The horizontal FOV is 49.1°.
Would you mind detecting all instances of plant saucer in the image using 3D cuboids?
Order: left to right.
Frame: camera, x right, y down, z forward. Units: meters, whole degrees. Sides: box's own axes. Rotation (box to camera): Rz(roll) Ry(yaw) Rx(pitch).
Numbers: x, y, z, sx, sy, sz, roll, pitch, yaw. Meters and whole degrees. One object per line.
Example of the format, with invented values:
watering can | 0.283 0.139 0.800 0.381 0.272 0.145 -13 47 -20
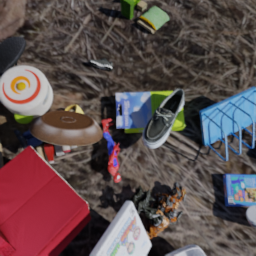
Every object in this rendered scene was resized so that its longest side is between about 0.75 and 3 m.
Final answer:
plant saucer | -1.732 -0.085 8.005 2.062 2.062 0.377 11 110 4

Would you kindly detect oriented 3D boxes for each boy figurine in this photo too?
boy figurine | -2.420 0.003 9.061 2.247 0.724 1.397 -28 41 -17

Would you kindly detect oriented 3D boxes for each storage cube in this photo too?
storage cube | -2.583 2.323 7.365 2.225 2.603 2.340 40 67 15

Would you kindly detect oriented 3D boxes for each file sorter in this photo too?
file sorter | 3.450 -0.076 8.636 2.006 1.392 1.231 -24 38 -9

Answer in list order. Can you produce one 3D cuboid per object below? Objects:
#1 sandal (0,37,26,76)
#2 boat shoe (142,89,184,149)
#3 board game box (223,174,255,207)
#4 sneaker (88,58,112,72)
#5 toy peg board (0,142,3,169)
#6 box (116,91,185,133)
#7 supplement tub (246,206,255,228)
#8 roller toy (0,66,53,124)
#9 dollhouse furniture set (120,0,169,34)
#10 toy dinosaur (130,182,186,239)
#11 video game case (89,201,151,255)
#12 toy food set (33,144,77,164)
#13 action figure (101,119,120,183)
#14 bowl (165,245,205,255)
sandal | -4.535 -2.048 10.126 1.049 0.629 2.792 25 84 20
boat shoe | 1.080 -0.379 8.688 0.779 0.766 2.161 24 65 17
board game box | 3.632 1.938 8.654 1.266 0.285 0.963 2 72 1
sneaker | -0.998 -2.405 10.375 0.939 0.312 0.425 16 67 2
toy peg board | -4.950 1.041 8.415 1.984 0.970 1.976 5 48 -38
box | 0.716 -0.543 9.508 2.241 0.534 1.366 -2 69 -1
supplement tub | 3.718 2.573 8.105 0.544 0.775 0.544 -13 57 22
roller toy | -3.411 -1.202 9.300 1.593 1.220 1.746 -35 81 -11
dollhouse furniture set | 0.688 -4.660 10.940 1.708 0.857 1.119 39 74 13
toy dinosaur | 0.812 2.461 8.110 1.471 1.107 2.168 41 56 -9
video game case | -0.167 3.097 6.819 0.230 1.768 1.943 1 35 36
toy food set | -2.347 0.835 8.915 1.465 0.700 0.659 -11 84 -6
action figure | -0.496 0.736 8.927 0.518 0.655 2.003 -7 73 0
bowl | 1.515 3.852 7.534 1.378 0.515 1.380 -26 99 0
